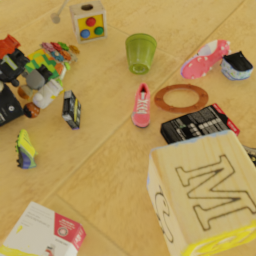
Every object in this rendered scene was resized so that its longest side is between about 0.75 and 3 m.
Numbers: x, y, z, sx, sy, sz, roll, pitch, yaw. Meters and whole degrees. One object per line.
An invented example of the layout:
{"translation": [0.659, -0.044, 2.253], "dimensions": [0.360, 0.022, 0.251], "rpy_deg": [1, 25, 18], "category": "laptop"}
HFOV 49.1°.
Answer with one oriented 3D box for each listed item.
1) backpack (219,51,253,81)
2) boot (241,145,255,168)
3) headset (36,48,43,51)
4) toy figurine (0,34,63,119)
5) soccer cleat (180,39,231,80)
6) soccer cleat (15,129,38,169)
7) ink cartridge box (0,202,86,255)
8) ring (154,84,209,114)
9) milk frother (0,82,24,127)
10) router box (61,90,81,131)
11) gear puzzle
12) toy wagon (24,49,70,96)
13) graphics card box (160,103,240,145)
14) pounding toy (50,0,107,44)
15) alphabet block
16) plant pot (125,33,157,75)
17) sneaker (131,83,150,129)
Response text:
{"translation": [4.535, -2.486, 11.675], "dimensions": [1.071, 0.860, 1.171], "rpy_deg": [-17, 53, -14], "category": "backpack"}
{"translation": [3.561, 1.564, 8.730], "dimensions": [2.602, 0.952, 1.960], "rpy_deg": [9, 54, -1], "category": "boot"}
{"translation": [-3.685, -3.155, 12.503], "dimensions": [0.838, 0.637, 1.356], "rpy_deg": [-24, 42, -19], "category": "headset"}
{"translation": [-3.806, -1.681, 9.783], "dimensions": [1.765, 2.497, 2.536], "rpy_deg": [-44, 45, 2], "category": "toy figurine"}
{"translation": [3.215, -2.977, 12.140], "dimensions": [2.864, 0.955, 1.095], "rpy_deg": [-36, 33, -18], "category": "soccer cleat"}
{"translation": [-3.495, 0.744, 9.662], "dimensions": [0.684, 0.528, 1.635], "rpy_deg": [8, 43, -32], "category": "soccer cleat"}
{"translation": [-2.409, 3.399, 7.344], "dimensions": [1.673, 0.961, 2.305], "rpy_deg": [19, 56, 14], "category": "ink cartridge box"}
{"translation": [2.033, -1.206, 10.801], "dimensions": [2.092, 0.201, 2.092], "rpy_deg": [-4, 38, 3], "category": "ring"}
{"translation": [-5.569, -0.885, 10.096], "dimensions": [2.462, 2.363, 2.618], "rpy_deg": [-35, 25, -23], "category": "milk frother"}
{"translation": [-2.063, -0.647, 10.285], "dimensions": [0.307, 0.924, 1.175], "rpy_deg": [-11, 53, 11], "category": "router box"}
{"translation": [-2.667, -3.298, 11.950], "dimensions": [1.191, 0.301, 2.300], "rpy_deg": [44, 27, 3], "category": "gear puzzle"}
{"translation": [-3.325, -2.320, 11.598], "dimensions": [1.773, 0.452, 2.285], "rpy_deg": [-31, 68, -14], "category": "toy wagon"}
{"translation": [2.501, 0.137, 9.935], "dimensions": [2.383, 0.606, 1.495], "rpy_deg": [-20, 57, -16], "category": "graphics card box"}
{"translation": [-2.235, -4.927, 12.677], "dimensions": [2.379, 2.090, 1.089], "rpy_deg": [-17, 56, -12], "category": "pounding toy"}
{"translation": [2.041, 1.898, 7.571], "dimensions": [2.440, 2.427, 2.484], "rpy_deg": [-14, 54, -8], "category": "alphabet block"}
{"translation": [0.496, -3.029, 11.900], "dimensions": [1.392, 1.392, 1.341], "rpy_deg": [4, 66, 3], "category": "plant pot"}
{"translation": [0.481, -0.888, 10.534], "dimensions": [0.716, 0.843, 1.943], "rpy_deg": [2, 55, 1], "category": "sneaker"}
